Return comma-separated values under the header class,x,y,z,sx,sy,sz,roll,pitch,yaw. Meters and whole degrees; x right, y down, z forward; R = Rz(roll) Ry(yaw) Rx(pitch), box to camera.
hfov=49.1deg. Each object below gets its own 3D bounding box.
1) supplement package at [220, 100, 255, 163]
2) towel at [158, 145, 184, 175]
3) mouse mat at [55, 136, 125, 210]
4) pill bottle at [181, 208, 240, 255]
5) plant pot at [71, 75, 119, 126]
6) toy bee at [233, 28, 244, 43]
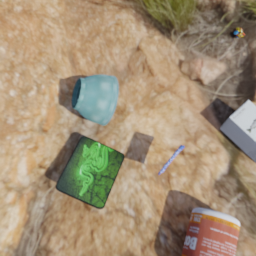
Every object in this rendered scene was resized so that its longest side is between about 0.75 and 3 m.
class,x,y,z,sx,sy,sz,roll,pitch,yaw
supplement package,4.580,0.170,10.255,1.126,1.130,1.927,-40,74,-14
towel,1.400,1.022,8.990,0.141,0.853,1.179,39,96,12
mouse mat,-1.241,1.472,9.588,1.760,0.082,2.188,25,59,-3
pill bottle,2.416,3.984,8.556,1.522,1.522,2.713,17,69,6
plant pot,-1.292,-1.109,10.077,1.252,1.869,1.869,12,66,-26
toy bee,4.909,-4.098,12.285,0.545,0.452,0.832,20,73,-40
